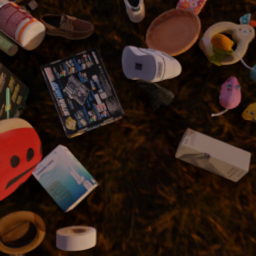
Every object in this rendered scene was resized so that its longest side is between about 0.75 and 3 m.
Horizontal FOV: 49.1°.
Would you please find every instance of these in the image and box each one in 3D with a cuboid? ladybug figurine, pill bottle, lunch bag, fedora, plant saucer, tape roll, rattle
[{"bbox_3d":[-2.864,0.830,6.209,1.049,2.917,1.980,32,117,5],"label":"ladybug figurine"},{"bbox_3d":[-3.880,-3.611,9.613,1.843,1.052,1.052,37,80,7],"label":"pill bottle"},{"bbox_3d":[2.270,-4.634,10.149,0.975,0.454,1.107,29,79,6],"label":"lunch bag"},{"bbox_3d":[-3.165,2.960,8.180,1.450,0.592,1.450,-3,103,-15],"label":"fedora"},{"bbox_3d":[1.538,-3.209,9.573,1.880,0.352,1.880,-10,65,22],"label":"plant saucer"},{"bbox_3d":[-1.487,3.150,8.032,1.120,1.120,0.392,-1,83,0],"label":"tape roll"},{"bbox_3d":[3.642,-3.327,9.271,2.444,1.746,1.591,-31,61,-1],"label":"rattle"}]

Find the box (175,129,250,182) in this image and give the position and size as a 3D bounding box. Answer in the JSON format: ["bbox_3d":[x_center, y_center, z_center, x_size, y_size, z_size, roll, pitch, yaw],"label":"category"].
[{"bbox_3d":[2.574,0.844,8.620,2.049,0.842,0.701,22,56,8],"label":"box"}]

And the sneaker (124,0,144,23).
[{"bbox_3d":[0.118,-4.996,10.041,0.847,0.821,2.319,-18,78,-4],"label":"sneaker"}]

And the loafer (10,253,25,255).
[{"bbox_3d":[-3.282,4.153,8.179,0.419,0.464,1.226,-2,68,-1],"label":"loafer"}]

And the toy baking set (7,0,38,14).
[{"bbox_3d":[-4.004,-4.644,10.304,1.350,0.157,1.036,29,79,6],"label":"toy baking set"}]

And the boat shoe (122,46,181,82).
[{"bbox_3d":[0.609,-1.921,8.677,0.924,2.828,1.040,-4,115,-22],"label":"boat shoe"}]

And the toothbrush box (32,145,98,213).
[{"bbox_3d":[-1.936,1.537,8.596,1.204,0.701,1.644,-44,81,-5],"label":"toothbrush box"}]

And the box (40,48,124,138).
[{"bbox_3d":[-1.484,-1.141,9.116,1.948,0.564,2.450,-22,85,-9],"label":"box"}]

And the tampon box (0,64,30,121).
[{"bbox_3d":[-4.169,-0.953,8.434,1.317,2.087,1.564,14,79,6],"label":"tampon box"}]

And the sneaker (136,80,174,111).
[{"bbox_3d":[0.785,-1.076,9.316,1.332,0.509,0.763,29,72,1],"label":"sneaker"}]

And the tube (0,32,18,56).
[{"bbox_3d":[-4.653,-3.189,9.861,1.735,0.451,0.504,39,42,13],"label":"tube"}]

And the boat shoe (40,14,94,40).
[{"bbox_3d":[-2.162,-3.571,9.790,1.901,0.682,0.720,3,77,1],"label":"boat shoe"}]

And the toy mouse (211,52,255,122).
[{"bbox_3d":[3.833,-1.225,8.815,2.658,0.514,2.363,-16,108,13],"label":"toy mouse"}]
